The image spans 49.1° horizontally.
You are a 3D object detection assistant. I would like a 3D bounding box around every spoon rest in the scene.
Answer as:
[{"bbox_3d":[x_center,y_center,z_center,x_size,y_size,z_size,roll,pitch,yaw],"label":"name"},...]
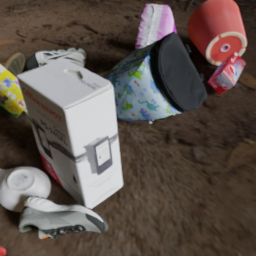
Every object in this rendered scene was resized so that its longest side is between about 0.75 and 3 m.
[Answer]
[{"bbox_3d":[-2.939,1.146,6.702,2.357,0.714,1.171,29,48,12],"label":"spoon rest"}]

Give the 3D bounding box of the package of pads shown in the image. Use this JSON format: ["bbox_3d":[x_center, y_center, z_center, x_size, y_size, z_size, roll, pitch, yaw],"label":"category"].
[{"bbox_3d":[1.050,-2.614,9.219,0.974,2.575,1.551,10,77,21],"label":"package of pads"}]

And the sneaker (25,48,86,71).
[{"bbox_3d":[-2.740,-2.293,10.339,2.316,0.858,1.025,-8,55,8],"label":"sneaker"}]

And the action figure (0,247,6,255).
[{"bbox_3d":[-1.368,2.966,4.492,2.600,0.672,0.850,27,53,21],"label":"action figure"}]

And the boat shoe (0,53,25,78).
[{"bbox_3d":[-4.426,-1.914,9.771,0.731,0.773,2.150,15,54,11],"label":"boat shoe"}]

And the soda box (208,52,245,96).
[{"bbox_3d":[3.527,-1.962,9.959,0.621,0.685,1.957,48,46,-5],"label":"soda box"}]

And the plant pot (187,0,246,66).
[{"bbox_3d":[3.644,-3.734,11.272,2.214,2.214,1.959,-3,52,-3],"label":"plant pot"}]

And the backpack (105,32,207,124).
[{"bbox_3d":[0.464,-1.220,8.034,2.084,2.211,2.710,-44,29,-19],"label":"backpack"}]

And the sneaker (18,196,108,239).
[{"bbox_3d":[-1.330,1.948,5.710,1.907,0.705,0.756,5,52,13],"label":"sneaker"}]

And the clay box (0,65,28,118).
[{"bbox_3d":[-3.680,-1.125,8.610,0.459,1.931,1.109,-37,21,23],"label":"clay box"}]

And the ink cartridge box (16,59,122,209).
[{"bbox_3d":[-1.200,0.122,6.078,1.115,2.674,1.942,-30,43,-31],"label":"ink cartridge box"}]
